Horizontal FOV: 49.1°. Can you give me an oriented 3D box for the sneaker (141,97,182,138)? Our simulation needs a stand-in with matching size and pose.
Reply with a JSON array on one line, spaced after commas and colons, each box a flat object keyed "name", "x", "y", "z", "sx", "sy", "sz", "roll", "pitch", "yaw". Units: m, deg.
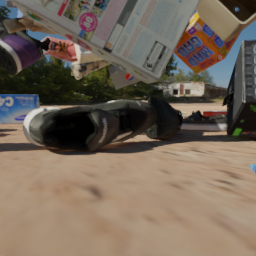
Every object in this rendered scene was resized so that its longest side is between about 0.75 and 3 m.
[{"name": "sneaker", "x": 0.897, "y": -0.244, "z": 6.897, "sx": 1.132, "sy": 0.947, "sz": 2.494, "roll": 9, "pitch": 8, "yaw": -9}]

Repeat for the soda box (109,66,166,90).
[{"name": "soda box", "x": 0.337, "y": -2.192, "z": 10.526, "sx": 2.019, "sy": 0.689, "sz": 0.640, "roll": -19, "pitch": 40, "yaw": 5}]

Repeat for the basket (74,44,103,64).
[{"name": "basket", "x": -1.138, "y": -2.993, "z": 9.325, "sx": 1.368, "sy": 1.380, "sz": 1.110, "roll": -12, "pitch": 0, "yaw": -16}]

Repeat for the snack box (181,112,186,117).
[{"name": "snack box", "x": 2.679, "y": -0.699, "z": 14.617, "sx": 0.651, "sy": 0.242, "sz": 0.915, "roll": 1, "pitch": 6, "yaw": 10}]

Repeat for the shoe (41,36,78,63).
[{"name": "shoe", "x": -2.475, "y": -2.991, "z": 10.772, "sx": 2.306, "sy": 0.824, "sz": 1.049, "roll": 18, "pitch": 10, "yaw": 42}]

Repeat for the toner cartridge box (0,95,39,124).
[{"name": "toner cartridge box", "x": -4.514, "y": -0.705, "z": 10.380, "sx": 2.277, "sy": 1.081, "sz": 0.491, "roll": -1, "pitch": 6, "yaw": -6}]

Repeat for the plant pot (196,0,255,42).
[{"name": "plant pot", "x": 2.667, "y": -3.217, "z": 7.043, "sx": 1.707, "sy": 1.705, "sz": 1.511, "roll": -39, "pitch": -13, "yaw": -5}]

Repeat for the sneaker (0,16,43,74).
[{"name": "sneaker", "x": -3.741, "y": -2.809, "z": 8.287, "sx": 1.269, "sy": 2.897, "sz": 1.097, "roll": -41, "pitch": -11, "yaw": -33}]

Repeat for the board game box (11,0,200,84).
[{"name": "board game box", "x": -0.298, "y": -2.528, "z": 5.396, "sx": 2.978, "sy": 2.197, "sz": 0.957, "roll": 28, "pitch": 2, "yaw": -9}]

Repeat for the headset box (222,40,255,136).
[{"name": "headset box", "x": 3.247, "y": -0.654, "z": 5.521, "sx": 2.628, "sy": 1.219, "sz": 2.288, "roll": 2, "pitch": -15, "yaw": 12}]

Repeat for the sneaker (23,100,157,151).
[{"name": "sneaker", "x": -0.468, "y": -0.025, "z": 4.958, "sx": 2.544, "sy": 0.846, "sz": 1.151, "roll": -6, "pitch": 11, "yaw": -25}]

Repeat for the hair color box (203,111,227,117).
[{"name": "hair color box", "x": 3.597, "y": -0.385, "z": 10.244, "sx": 1.483, "sy": 0.474, "sz": 0.822, "roll": 2, "pitch": 5, "yaw": 37}]

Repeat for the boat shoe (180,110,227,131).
[{"name": "boat shoe", "x": 2.092, "y": -0.240, "z": 8.199, "sx": 1.707, "sy": 0.565, "sz": 0.597, "roll": 4, "pitch": 7, "yaw": 32}]

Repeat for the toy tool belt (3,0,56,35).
[{"name": "toy tool belt", "x": -2.362, "y": -3.379, "z": 6.718, "sx": 1.382, "sy": 2.248, "sz": 1.404, "roll": -7, "pitch": 1, "yaw": -25}]

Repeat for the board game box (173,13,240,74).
[{"name": "board game box", "x": 2.862, "y": -3.372, "z": 10.560, "sx": 1.623, "sy": 1.622, "sz": 1.624, "roll": 40, "pitch": -23, "yaw": -12}]

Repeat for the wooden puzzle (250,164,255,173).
[{"name": "wooden puzzle", "x": 1.918, "y": 0.486, "z": 3.040, "sx": 1.059, "sy": 0.124, "sz": 0.714, "roll": 2, "pitch": 6, "yaw": 20}]

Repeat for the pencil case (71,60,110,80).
[{"name": "pencil case", "x": -1.329, "y": -2.337, "z": 10.238, "sx": 1.576, "sy": 0.613, "sz": 0.705, "roll": -31, "pitch": 4, "yaw": -19}]
